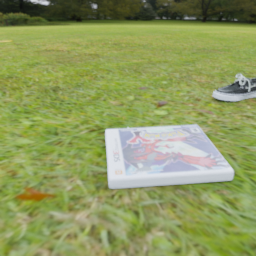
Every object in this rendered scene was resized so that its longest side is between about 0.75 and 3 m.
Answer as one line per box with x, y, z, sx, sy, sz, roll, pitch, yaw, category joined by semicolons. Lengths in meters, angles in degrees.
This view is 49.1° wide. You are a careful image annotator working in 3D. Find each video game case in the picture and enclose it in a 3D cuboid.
0.856;0.619;7.368;2.853;0.328;2.600;-3;25;-5;video game case

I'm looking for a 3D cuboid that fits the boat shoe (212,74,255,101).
4.797;-1.726;11.735;2.729;0.932;1.008;-6;25;-14;boat shoe
